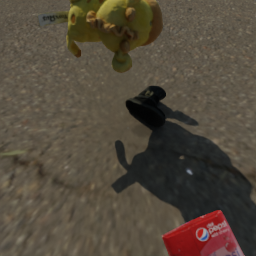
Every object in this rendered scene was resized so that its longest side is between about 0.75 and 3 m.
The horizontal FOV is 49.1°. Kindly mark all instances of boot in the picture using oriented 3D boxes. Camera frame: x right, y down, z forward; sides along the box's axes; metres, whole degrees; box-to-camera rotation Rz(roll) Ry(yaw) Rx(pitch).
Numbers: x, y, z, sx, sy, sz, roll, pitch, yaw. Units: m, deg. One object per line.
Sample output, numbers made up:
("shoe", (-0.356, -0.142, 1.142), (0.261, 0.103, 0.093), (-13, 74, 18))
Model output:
("boot", (0.775, -0.694, 8.139), (1.105, 0.556, 1.478), (-31, 50, -30))

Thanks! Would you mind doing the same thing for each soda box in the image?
("soda box", (0.807, 1.364, 3.107), (0.581, 1.834, 0.642), (-24, 68, 1))

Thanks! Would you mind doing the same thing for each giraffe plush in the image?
("giraffe plush", (-0.252, -2.643, 6.444), (2.950, 2.545, 2.392), (-36, 47, -18))
